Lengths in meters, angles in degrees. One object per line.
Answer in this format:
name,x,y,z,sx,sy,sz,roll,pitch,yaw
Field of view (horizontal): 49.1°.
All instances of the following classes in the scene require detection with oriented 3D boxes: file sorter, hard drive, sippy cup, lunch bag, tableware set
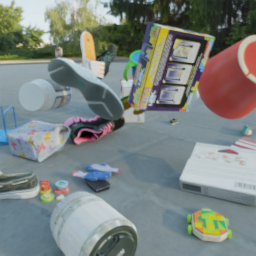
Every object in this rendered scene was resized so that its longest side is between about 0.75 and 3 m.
file sorter,-6.285,-0.149,12.360,2.305,1.414,1.599,-1,19,-6
hard drive,-0.953,1.719,8.634,0.579,0.182,0.859,-12,22,-32
sippy cup,0.668,-2.263,11.188,1.672,1.225,1.313,4,41,2
lunch bag,-3.438,0.410,11.052,1.609,1.206,1.897,8,30,28
tableware set,0.320,-0.940,10.514,2.331,1.570,0.358,-24,67,-16

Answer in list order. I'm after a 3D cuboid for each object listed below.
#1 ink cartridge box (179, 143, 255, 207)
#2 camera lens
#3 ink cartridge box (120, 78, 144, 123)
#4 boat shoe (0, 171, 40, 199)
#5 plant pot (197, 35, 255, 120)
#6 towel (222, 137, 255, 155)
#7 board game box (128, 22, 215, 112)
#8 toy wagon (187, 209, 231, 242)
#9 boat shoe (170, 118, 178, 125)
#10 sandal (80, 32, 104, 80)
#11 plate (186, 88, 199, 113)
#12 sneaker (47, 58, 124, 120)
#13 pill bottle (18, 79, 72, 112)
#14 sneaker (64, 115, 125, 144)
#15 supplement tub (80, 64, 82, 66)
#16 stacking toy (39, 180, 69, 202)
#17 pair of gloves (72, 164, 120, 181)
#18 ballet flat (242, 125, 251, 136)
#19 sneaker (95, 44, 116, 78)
ink cartridge box,2.917,1.309,8.554,2.236,0.487,1.941,7,34,26
camera lens,-0.693,2.135,5.599,1.278,1.278,1.598,-14,23,-36
ink cartridge box,0.180,-1.598,15.793,1.136,2.000,2.744,-1,18,-4
boat shoe,-3.742,1.578,8.039,2.296,0.814,0.828,-3,19,-10
plant pot,3.365,-1.514,8.139,2.150,2.150,1.902,-4,-13,-13
towel,4.764,1.042,10.578,1.845,0.291,2.562,18,27,39
board game box,1.048,-1.428,7.036,1.697,2.053,0.582,0,29,-29
toy wagon,1.936,2.284,6.813,0.962,0.245,1.240,3,19,9
boat shoe,2.461,-0.380,14.917,0.282,0.238,0.791,11,21,30
sandal,-1.209,-2.345,9.789,0.596,2.081,0.797,-3,9,32
plate,2.149,-1.311,9.902,0.186,1.151,1.154,16,61,42
sneaker,-1.154,-1.317,8.762,2.684,0.944,1.076,39,25,-3
pill bottle,-2.947,-1.196,10.129,1.144,1.144,2.011,5,11,13
sneaker,-1.337,0.094,12.513,2.902,1.147,1.384,-13,35,-23
supplement tub,-1.895,-2.567,13.251,0.821,0.821,1.245,-11,24,-30
stacking toy,-2.178,1.782,8.154,0.863,0.364,0.781,-4,18,-9
pair of gloves,-0.981,1.415,9.157,1.249,0.177,1.554,4,9,20
ballet flat,5.611,0.149,13.170,0.390,0.390,1.084,7,20,20
sneaker,-0.939,-2.807,11.372,0.598,1.508,0.568,29,-16,-36
